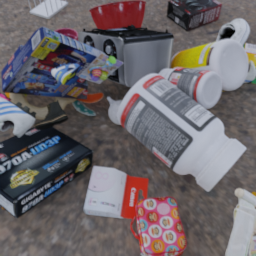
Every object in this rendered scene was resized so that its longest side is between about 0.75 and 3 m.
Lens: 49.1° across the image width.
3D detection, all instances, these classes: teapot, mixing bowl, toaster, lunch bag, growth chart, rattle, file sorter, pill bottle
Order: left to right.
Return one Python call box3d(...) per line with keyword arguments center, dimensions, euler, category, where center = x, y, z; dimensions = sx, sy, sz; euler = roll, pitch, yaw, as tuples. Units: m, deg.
box3d(center=(-4.032, -6.420, 13.971), dimensions=(1.165, 1.045, 1.679), euler=(21, 54, 17), category="file sorter")
box3d(center=(-2.664, -1.037, 9.957), dimensions=(2.998, 2.142, 1.952), euler=(2, 68, -28), category="rattle")
box3d(center=(-0.339, -4.228, 11.257), dimensions=(2.288, 1.239, 2.288), euler=(-8, 14, 2), category="mixing bowl")
box3d(center=(-0.254, -0.517, 9.139), dimensions=(0.894, 0.653, 0.882), euler=(4, 82, 8), category="teapot")
box3d(center=(0.000, -2.464, 9.224), dimensions=(2.634, 1.563, 2.382), euler=(-20, 32, -37), category="toaster")
box3d(center=(0.691, 2.462, 6.940), dimensions=(1.262, 0.587, 1.433), euler=(-4, 52, -4), category="lunch bag")
box3d(center=(1.298, 0.103, 7.152), dimensions=(2.966, 1.718, 1.718), euler=(42, 61, 18), category="pill bottle")
box3d(center=(1.699, -1.216, 8.145), dimensions=(1.030, 1.030, 1.778), euler=(-36, 35, -26), category="pill bottle")
box3d(center=(2.372, -1.907, 9.239), dimensions=(1.510, 1.510, 2.765), euler=(-32, 18, -23), category="pill bottle")
box3d(center=(2.184, 2.472, 5.591), dimensions=(0.227, 1.849, 2.555), euler=(8, 66, 41), category="growth chart")

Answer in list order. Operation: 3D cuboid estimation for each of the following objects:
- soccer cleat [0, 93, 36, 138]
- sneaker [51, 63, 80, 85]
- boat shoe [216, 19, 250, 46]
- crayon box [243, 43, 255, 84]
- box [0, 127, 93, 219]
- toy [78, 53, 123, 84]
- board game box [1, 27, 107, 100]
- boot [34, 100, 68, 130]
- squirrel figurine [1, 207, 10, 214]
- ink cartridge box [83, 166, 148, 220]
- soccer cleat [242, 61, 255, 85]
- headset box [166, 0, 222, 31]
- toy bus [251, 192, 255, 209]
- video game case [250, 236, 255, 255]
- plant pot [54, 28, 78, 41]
box3d(center=(-3.373, -0.440, 7.445), dimensions=(2.027, 0.708, 0.875), euler=(26, 77, 25), category="soccer cleat")
box3d(center=(-1.535, -1.434, 7.009), dimensions=(0.436, 0.392, 1.059), euler=(28, 26, 1), category="sneaker")
box3d(center=(4.322, -3.896, 11.699), dimensions=(1.093, 0.971, 2.972), euler=(-12, 39, 39), category="boat shoe")
box3d(center=(5.605, -2.300, 10.758), dimensions=(2.572, 0.749, 1.528), euler=(16, 52, 13), category="crayon box")
box3d(center=(-2.585, 0.954, 7.587), dimensions=(2.107, 0.610, 2.651), euler=(27, 36, 26), category="box")
box3d(center=(-0.770, -1.525, 7.754), dimensions=(0.722, 1.253, 0.296), euler=(15, 57, -33), category="toy")
box3d(center=(-1.940, -1.717, 8.263), dimensions=(2.561, 2.562, 0.790), euler=(10, 58, -44), category="board game box")
box3d(center=(-2.261, -0.362, 7.885), dimensions=(0.951, 0.368, 0.657), euler=(-21, 75, -34), category="boot")
box3d(center=(-2.950, 1.823, 7.355), dimensions=(0.589, 0.777, 0.832), euler=(28, 56, 20), category="squirrel figurine")
box3d(center=(-0.293, 1.768, 7.669), dimensions=(1.607, 0.459, 1.306), euler=(3, 51, 7), category="ink cartridge box")
box3d(center=(3.479, -1.916, 10.076), dimensions=(2.089, 0.902, 0.730), euler=(-10, 51, 16), category="soccer cleat")
box3d(center=(3.236, -5.674, 13.475), dimensions=(2.210, 0.853, 1.644), euler=(-26, 55, -18), category="headset box")
box3d(center=(3.606, 2.246, 7.167), dimensions=(0.425, 0.511, 1.306), euler=(-33, 57, -26), category="toy bus")
box3d(center=(3.694, 3.653, 6.213), dimensions=(1.798, 0.226, 2.511), euler=(-5, 51, -4), category="video game case")
box3d(center=(-2.542, -3.334, 11.444), dimensions=(1.132, 1.013, 1.132), euler=(-1, 51, 1), category="plant pot")
